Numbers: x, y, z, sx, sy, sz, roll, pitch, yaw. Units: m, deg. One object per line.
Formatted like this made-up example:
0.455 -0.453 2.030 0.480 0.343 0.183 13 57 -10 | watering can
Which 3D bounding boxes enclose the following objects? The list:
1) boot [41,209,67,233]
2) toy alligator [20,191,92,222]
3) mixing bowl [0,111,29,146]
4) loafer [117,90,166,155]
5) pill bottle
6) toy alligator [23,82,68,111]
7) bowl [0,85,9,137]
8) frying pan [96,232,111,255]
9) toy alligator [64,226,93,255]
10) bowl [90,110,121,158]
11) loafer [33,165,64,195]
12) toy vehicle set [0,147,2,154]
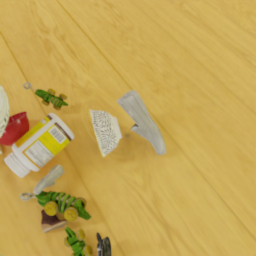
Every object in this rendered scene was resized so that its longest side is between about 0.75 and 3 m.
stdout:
-2.275 2.708 8.504 0.879 0.318 0.731 -24 56 10 | boot
-2.244 2.217 8.576 2.473 0.594 0.820 12 18 12 | toy alligator
-4.107 0.118 9.907 1.513 0.820 1.513 -19 20 7 | mixing bowl
0.501 -0.094 9.806 0.875 0.876 2.506 -30 91 6 | loafer
-2.979 0.608 9.387 2.182 1.192 1.192 -43 65 -13 | pill bottle
-2.981 -1.125 10.390 0.630 1.901 0.457 -58 40 12 | toy alligator
-4.325 -0.644 7.664 1.345 2.865 2.865 -13 48 34 | bowl
-0.703 3.362 7.419 0.263 1.615 0.977 -5 63 11 | frying pan
-1.263 3.606 7.929 0.611 0.443 1.845 -33 76 17 | toy alligator
-0.692 0.091 9.511 0.790 1.684 1.684 -16 57 -1 | bowl
-2.453 1.665 8.760 0.410 0.409 1.172 -6 34 52 | loafer
-5.275 0.810 9.986 1.356 0.180 0.842 -23 59 -15 | toy vehicle set
